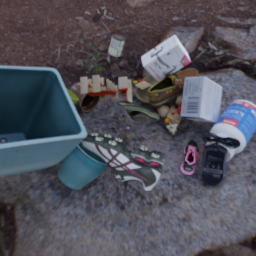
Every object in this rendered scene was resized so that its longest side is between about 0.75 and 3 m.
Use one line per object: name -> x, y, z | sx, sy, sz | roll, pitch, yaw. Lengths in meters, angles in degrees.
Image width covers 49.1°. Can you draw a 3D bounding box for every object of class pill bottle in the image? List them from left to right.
pill bottle -> 3.974, 0.133, 10.682 | 1.360, 1.360, 2.423 | 30, 57, 23

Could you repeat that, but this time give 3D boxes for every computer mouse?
computer mouse -> 3.090, 1.128, 9.863 | 1.294, 1.868, 0.492 | 13, 11, 11

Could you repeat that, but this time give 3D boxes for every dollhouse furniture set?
dollhouse furniture set -> -0.751, -1.351, 10.613 | 1.725, 1.744, 0.898 | -4, 84, 19

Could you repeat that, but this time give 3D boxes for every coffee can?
coffee can -> -0.524, -3.682, 12.507 | 0.580, 0.793, 0.580 | 13, 36, -10

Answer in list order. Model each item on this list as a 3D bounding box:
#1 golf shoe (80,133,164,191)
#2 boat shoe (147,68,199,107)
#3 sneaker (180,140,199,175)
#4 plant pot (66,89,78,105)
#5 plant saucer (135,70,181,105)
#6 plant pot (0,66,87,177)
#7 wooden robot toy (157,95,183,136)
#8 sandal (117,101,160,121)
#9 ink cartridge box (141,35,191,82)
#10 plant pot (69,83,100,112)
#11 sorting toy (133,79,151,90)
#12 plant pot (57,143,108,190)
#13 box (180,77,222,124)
golf shoe -> -0.335, 1.004, 8.848 | 2.873, 1.266, 1.109 | 19, 13, 16
boat shoe -> 1.889, -1.789, 11.405 | 2.485, 0.845, 0.894 | -35, 53, -11
sneaker -> 2.355, 0.969, 10.409 | 0.608, 0.734, 1.540 | 11, 48, 11
plant pot -> -2.623, -0.905, 10.423 | 1.069, 1.069, 1.143 | 42, 100, 30
plant saucer -> 1.500, -1.817, 12.609 | 2.417, 0.356, 2.417 | -15, 41, 14
plant pot -> -3.465, 0.073, 8.635 | 2.779, 2.831, 2.771 | -6, 59, -41
wooden robot toy -> 1.771, -0.761, 11.575 | 1.087, 1.055, 2.395 | 22, 54, 9
sandal -> 0.443, -0.528, 10.920 | 2.098, 0.599, 0.833 | 20, 7, -40
ink cartridge box -> 1.530, -2.789, 11.465 | 1.639, 1.194, 0.695 | -28, 48, 25
plant pot -> -1.965, -1.402, 12.263 | 1.052, 1.052, 1.042 | -37, 55, -27
sorting toy -> 0.668, -1.907, 12.836 | 0.534, 0.187, 1.107 | -28, 45, -27
plant pot -> -1.575, 1.242, 9.525 | 1.458, 1.551, 1.551 | -52, 57, 14
box -> 2.911, -1.046, 11.053 | 0.896, 1.709, 1.571 | 4, 85, 40
